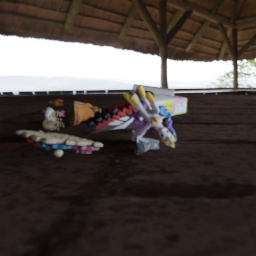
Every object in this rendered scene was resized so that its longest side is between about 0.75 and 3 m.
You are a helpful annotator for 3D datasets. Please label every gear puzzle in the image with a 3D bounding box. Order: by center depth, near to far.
[{"bbox_3d":[-1.996,0.354,7.132,1.522,0.385,2.938,7,1,-36],"label":"gear puzzle"}]

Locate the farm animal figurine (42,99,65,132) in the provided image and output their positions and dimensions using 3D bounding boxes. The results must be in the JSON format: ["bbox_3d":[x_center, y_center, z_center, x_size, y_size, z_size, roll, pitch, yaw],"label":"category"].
[{"bbox_3d":[-2.859,-0.369,10.421,0.723,1.386,1.370,6,37,-1],"label":"farm animal figurine"}]

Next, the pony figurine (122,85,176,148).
[{"bbox_3d":[0.597,-0.303,7.947,1.516,1.820,1.757,-36,15,-3],"label":"pony figurine"}]

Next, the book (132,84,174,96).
[{"bbox_3d":[1.631,-2.057,18.468,2.643,0.635,1.766,11,-21,10],"label":"book"}]

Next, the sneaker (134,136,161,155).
[{"bbox_3d":[0.507,0.413,7.036,0.657,0.427,1.137,3,8,5],"label":"sneaker"}]

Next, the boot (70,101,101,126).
[{"bbox_3d":[-1.681,-0.509,12.306,1.632,0.806,2.102,15,14,-14],"label":"boot"}]

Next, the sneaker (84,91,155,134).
[{"bbox_3d":[-0.168,-0.277,9.818,2.643,1.291,0.934,-24,30,-6],"label":"sneaker"}]

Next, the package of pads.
[{"bbox_3d":[1.704,-1.268,15.495,2.710,0.924,2.094,-9,19,-35],"label":"package of pads"}]
